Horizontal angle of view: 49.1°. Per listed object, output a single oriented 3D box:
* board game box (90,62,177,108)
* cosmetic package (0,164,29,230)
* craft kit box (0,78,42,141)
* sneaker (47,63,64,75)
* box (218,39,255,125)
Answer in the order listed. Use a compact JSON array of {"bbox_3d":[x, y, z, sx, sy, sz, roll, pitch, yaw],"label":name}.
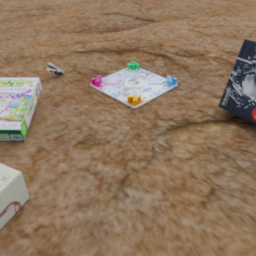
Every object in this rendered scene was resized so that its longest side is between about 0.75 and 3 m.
[{"bbox_3d":[0.262,-2.101,12.791,2.927,0.379,2.926,31,46,35],"label":"board game box"},{"bbox_3d":[-3.709,2.031,6.627,1.273,1.074,2.463,15,40,20],"label":"cosmetic package"},{"bbox_3d":[-5.011,-0.767,10.405,2.972,0.721,2.935,-1,43,-1],"label":"craft kit box"},{"bbox_3d":[-3.519,-2.735,13.438,0.406,0.411,1.035,26,1,29],"label":"sneaker"},{"bbox_3d":[4.914,-1.475,9.867,1.359,2.611,2.377,-8,32,-41],"label":"box"}]
